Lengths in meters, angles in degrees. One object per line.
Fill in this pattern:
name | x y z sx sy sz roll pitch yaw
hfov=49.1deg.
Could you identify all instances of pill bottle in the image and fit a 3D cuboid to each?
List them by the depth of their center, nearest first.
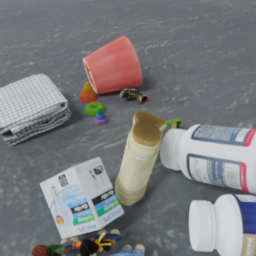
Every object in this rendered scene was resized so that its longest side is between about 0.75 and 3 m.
pill bottle | 2.796 2.365 6.612 2.517 1.506 1.506 2 39 3
pill bottle | 2.399 0.760 7.938 2.766 1.654 1.654 7 36 39

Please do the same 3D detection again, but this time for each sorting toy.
sorting toy | -1.433 -1.127 11.410 0.833 0.828 2.404 -14 41 -17

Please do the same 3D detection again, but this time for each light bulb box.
light bulb box | -1.151 1.720 6.829 0.935 1.485 1.499 -16 79 -53

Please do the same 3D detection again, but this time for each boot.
boot | 0.372 0.771 8.231 0.996 2.126 2.735 16 20 2
boot | 0.251 -1.322 11.823 0.822 0.400 1.092 32 28 29

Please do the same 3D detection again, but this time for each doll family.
doll family | -0.852 2.711 5.890 2.621 1.515 1.028 -21 69 14

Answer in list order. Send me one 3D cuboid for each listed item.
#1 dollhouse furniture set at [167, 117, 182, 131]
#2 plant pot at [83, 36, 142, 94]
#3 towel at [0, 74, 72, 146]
dollhouse furniture set | 2.051 0.515 9.451 0.994 0.768 1.988 -16 42 -18
plant pot | -0.746 -2.586 12.261 2.030 2.295 2.295 -22 43 -10
towel | -3.760 -0.690 10.454 2.667 1.141 2.209 -28 53 -19
